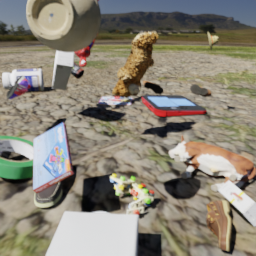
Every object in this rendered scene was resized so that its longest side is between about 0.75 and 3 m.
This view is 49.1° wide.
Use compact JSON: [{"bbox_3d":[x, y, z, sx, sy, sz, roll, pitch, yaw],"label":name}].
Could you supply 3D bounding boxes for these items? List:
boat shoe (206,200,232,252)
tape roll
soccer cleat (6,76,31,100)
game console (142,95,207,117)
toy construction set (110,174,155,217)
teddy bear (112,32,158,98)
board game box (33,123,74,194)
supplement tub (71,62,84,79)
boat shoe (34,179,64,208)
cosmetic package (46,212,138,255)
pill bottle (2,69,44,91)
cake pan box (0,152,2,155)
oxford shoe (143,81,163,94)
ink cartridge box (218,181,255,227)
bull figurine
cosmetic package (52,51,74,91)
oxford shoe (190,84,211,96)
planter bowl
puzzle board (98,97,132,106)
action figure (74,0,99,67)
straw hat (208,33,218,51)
[{"bbox_3d":[1.772,1.896,5.510,0.475,0.506,1.406,-1,15,15],"label":"boat shoe"},{"bbox_3d":[-3.182,0.775,7.713,1.689,0.406,1.689,18,18,-6],"label":"tape roll"},{"bbox_3d":[-3.768,-1.322,9.719,0.483,0.518,1.416,-32,29,19],"label":"soccer cleat"},{"bbox_3d":[2.072,-1.143,13.350,2.404,0.422,2.718,-5,22,-12],"label":"game console"},{"bbox_3d":[0.108,1.499,6.366,0.802,0.563,1.223,16,20,-29],"label":"toy construction set"},{"bbox_3d":[0.295,-1.828,8.408,0.752,2.252,1.633,30,14,9],"label":"teddy bear"},{"bbox_3d":[-1.503,0.528,5.489,0.767,0.145,1.490,-29,38,4],"label":"board game box"},{"bbox_3d":[-2.344,-2.532,11.937,0.920,0.492,0.492,41,35,13],"label":"supplement tub"},{"bbox_3d":[-1.936,1.247,6.957,0.675,0.598,1.845,-2,21,-5],"label":"boat shoe"},{"bbox_3d":[-0.549,2.267,3.889,1.333,0.958,2.362,2,20,6],"label":"cosmetic package"},{"bbox_3d":[-6.057,-2.744,16.252,2.134,1.277,1.277,-4,22,-11],"label":"pill bottle"},{"bbox_3d":[-4.765,0.947,7.864,1.866,0.530,2.026,-1,21,-8],"label":"cake pan box"},{"bbox_3d":[0.883,-1.453,9.846,0.870,0.310,0.310,23,23,-30],"label":"oxford shoe"},{"bbox_3d":[2.425,1.599,5.980,0.350,0.609,0.839,-45,27,3],"label":"ink cartridge box"},{"bbox_3d":[2.095,0.911,7.574,2.456,0.800,1.491,13,26,32],"label":"bull figurine"},{"bbox_3d":[-2.440,-2.277,10.468,0.608,0.991,2.402,4,-13,-18],"label":"cosmetic package"},{"bbox_3d":[4.079,-2.089,15.844,0.527,0.528,1.480,14,14,-35],"label":"oxford shoe"},{"bbox_3d":[-0.816,-1.323,3.312,0.891,0.891,0.600,2,20,6],"label":"planter bowl"},{"bbox_3d":[-0.637,-1.395,14.372,1.650,0.144,1.244,2,21,5],"label":"puzzle board"},{"bbox_3d":[-1.688,-3.823,11.202,0.717,2.774,0.907,12,7,37],"label":"action figure"},{"bbox_3d":[3.201,-3.262,10.467,0.329,0.777,0.777,-8,18,20],"label":"straw hat"}]
